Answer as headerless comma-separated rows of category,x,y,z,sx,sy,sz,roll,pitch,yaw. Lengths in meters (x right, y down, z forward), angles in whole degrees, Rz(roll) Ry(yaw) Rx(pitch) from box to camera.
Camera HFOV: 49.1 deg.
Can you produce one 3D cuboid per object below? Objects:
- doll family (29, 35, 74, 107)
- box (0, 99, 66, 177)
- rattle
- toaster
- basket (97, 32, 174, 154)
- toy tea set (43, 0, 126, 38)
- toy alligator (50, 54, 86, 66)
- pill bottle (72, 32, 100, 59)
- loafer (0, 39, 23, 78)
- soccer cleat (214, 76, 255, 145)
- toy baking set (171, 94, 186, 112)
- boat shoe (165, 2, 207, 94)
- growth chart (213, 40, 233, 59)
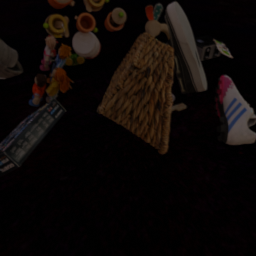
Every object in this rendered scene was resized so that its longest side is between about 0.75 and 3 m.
doll family,-1.858,-1.475,7.244,0.920,1.267,2.041,14,57,-20
box,-2.041,0.223,5.367,1.269,0.367,1.597,-25,25,37
rattle,0.801,-3.132,9.254,1.121,1.722,1.230,-35,25,0
toaster,3.632,-3.895,13.607,1.280,0.840,1.415,-18,41,-22
basket,0.577,-0.889,5.871,1.641,1.573,2.203,33,29,-11
toy tea set,-1.224,-3.481,8.159,2.533,1.506,0.937,-10,8,-24
toy alligator,-2.743,-3.075,12.864,2.074,0.498,0.687,-8,38,1
pill bottle,-1.417,-2.817,9.516,0.855,0.855,1.560,-1,11,-1
loafer,-3.655,-2.129,8.013,0.909,0.910,2.604,-4,-7,-10
soccer cleat,1.885,-0.316,4.922,0.643,0.520,1.490,4,54,7
toy baking set,0.711,-0.932,10.155,2.564,0.298,1.968,20,41,24
boat shoe,1.404,-1.991,7.626,0.862,2.708,0.957,-10,41,25
growth chart,3.257,-2.696,9.594,0.589,0.072,0.814,12,46,-23
